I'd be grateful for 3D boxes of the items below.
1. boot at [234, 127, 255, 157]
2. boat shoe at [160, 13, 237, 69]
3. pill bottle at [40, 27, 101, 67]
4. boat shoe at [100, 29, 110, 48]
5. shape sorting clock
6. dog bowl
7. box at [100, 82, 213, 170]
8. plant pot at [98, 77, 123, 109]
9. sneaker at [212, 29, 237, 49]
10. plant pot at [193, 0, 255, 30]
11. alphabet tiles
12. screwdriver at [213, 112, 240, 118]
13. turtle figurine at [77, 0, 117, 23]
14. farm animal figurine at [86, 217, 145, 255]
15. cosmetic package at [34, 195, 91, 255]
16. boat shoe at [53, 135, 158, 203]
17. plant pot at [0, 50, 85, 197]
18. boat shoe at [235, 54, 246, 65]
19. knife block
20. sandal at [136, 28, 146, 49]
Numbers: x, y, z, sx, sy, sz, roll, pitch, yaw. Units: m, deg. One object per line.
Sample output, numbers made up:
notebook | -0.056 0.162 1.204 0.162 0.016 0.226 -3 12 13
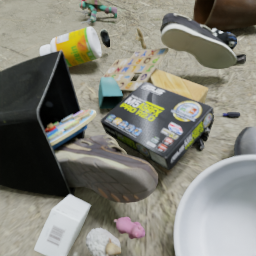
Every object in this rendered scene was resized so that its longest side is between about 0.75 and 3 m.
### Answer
boot | 3.026 0.718 5.775 1.574 0.834 2.391 -18 28 42
boat shoe | 2.236 -2.683 8.767 2.822 1.042 0.851 15 60 -22
pill bottle | -2.020 -2.732 9.834 1.960 1.088 1.088 -14 40 11
boat shoe | -0.833 -3.305 10.429 0.315 0.843 0.280 -23 67 -9
shape sorting clock | -1.688 0.100 6.431 2.104 0.413 2.104 -29 15 9
dog bowl | 1.952 1.678 4.181 2.400 0.945 2.400 -18 60 33
box | 0.630 -0.170 6.531 2.075 0.459 1.662 29 63 38
plant pot | -0.580 -1.070 8.276 0.578 0.578 0.818 -3 57 -19
sneaker | 3.612 -3.320 10.951 1.145 0.748 2.047 18 44 21
plant pot | 4.709 -5.467 12.250 2.871 2.684 2.684 6 41 -8
alphabet tiles | 0.046 -1.853 8.925 2.142 0.081 1.791 11 59 46
screwdriver | 2.653 -0.386 8.135 1.174 0.164 0.171 0 10 7
turtle figurine | -1.565 -5.639 13.445 2.054 1.034 1.537 3 41 -5
farm animal figurine | -0.190 2.259 4.054 1.464 0.912 1.813 -34 57 -1
cosmetic package | -1.037 1.613 4.687 0.492 1.212 0.684 23 89 3
boat shoe | -0.584 0.599 5.475 2.912 1.085 1.068 4 44 43
plant pot | -2.346 -0.012 6.209 2.108 2.371 2.376 -6 41 4
boat shoe | 3.748 -2.547 10.378 1.255 0.358 0.420 -4 42 -4
knife block | 1.118 -0.468 7.647 2.586 0.827 2.270 26 47 23
sandal | 0.413 -3.296 10.459 0.268 0.814 0.298 -32 28 -11
